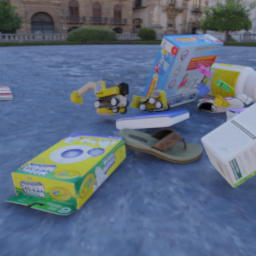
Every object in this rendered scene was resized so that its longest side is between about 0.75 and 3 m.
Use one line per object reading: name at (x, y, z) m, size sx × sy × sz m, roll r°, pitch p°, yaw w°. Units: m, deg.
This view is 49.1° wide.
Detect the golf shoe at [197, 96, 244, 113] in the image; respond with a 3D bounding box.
golf shoe at (3.509, -0.805, 10.720) m, size 1.690 × 0.614 × 0.778 m, roll 5°, pitch 35°, yaw 25°

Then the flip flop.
flip flop at (0.862, 0.319, 7.108) m, size 2.215 × 0.638 × 0.898 m, roll 16°, pitch 24°, yaw -3°

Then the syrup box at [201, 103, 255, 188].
syrup box at (2.807, 0.141, 5.911) m, size 2.262 × 0.891 × 0.921 m, roll -32°, pitch 35°, yaw 0°

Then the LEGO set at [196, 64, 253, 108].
LEGO set at (3.179, -1.254, 9.920) m, size 2.287 × 0.872 × 0.939 m, roll 36°, pitch 26°, yaw 9°

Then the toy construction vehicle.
toy construction vehicle at (-0.250, -0.957, 8.920) m, size 2.504 × 0.882 × 2.180 m, roll -4°, pitch -5°, yaw 37°

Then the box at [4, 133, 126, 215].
box at (-1.234, 0.853, 6.006) m, size 1.505 × 0.621 × 2.566 m, roll 5°, pitch 24°, yaw 22°

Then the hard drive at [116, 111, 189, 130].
hard drive at (0.840, -0.268, 8.483) m, size 1.559 × 0.300 × 2.363 m, roll -4°, pitch 5°, yaw 23°

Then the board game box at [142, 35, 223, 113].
board game box at (2.090, -2.167, 11.028) m, size 2.843 × 2.784 × 0.795 m, roll -17°, pitch 50°, yaw -40°

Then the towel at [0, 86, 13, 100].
towel at (-6.461, -1.617, 13.326) m, size 1.662 × 0.262 × 2.307 m, roll -8°, pitch 23°, yaw -26°

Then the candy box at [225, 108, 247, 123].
candy box at (4.182, -0.063, 8.024) m, size 1.749 × 0.746 × 2.085 m, roll -5°, pitch 15°, yaw -20°

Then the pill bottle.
pill bottle at (4.644, -1.998, 12.443) m, size 1.532 × 1.532 × 2.681 m, roll -17°, pitch 27°, yaw -38°
